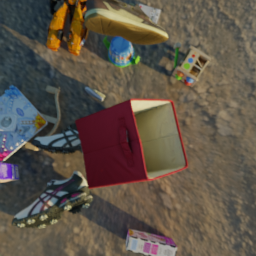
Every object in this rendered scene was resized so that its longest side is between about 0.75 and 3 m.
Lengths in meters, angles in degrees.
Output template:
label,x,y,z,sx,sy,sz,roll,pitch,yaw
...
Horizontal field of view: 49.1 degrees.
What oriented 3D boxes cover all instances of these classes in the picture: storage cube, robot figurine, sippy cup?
label,x,y,z,sx,sy,sz,roll,pitch,yaw
storage cube,0.127,0.523,9.044,2.427,2.700,2.308,-17,83,37
robot figurine,-2.247,-4.156,10.820,1.814,0.728,2.502,13,85,1
sippy cup,-0.268,-2.939,10.544,1.366,1.001,1.072,-2,83,0

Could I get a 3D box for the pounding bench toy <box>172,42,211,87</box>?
label,x,y,z,sx,sy,sz,roll,pitch,yaw
pounding bench toy,2.108,-2.385,10.534,1.454,0.904,1.134,34,85,4

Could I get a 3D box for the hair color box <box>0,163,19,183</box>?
label,x,y,z,sx,sy,sz,roll,pitch,yaw
hair color box,-4.626,1.585,9.573,1.048,1.918,0.621,-10,81,-1

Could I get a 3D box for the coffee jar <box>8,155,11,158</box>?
label,x,y,z,sx,sy,sz,roll,pitch,yaw
coffee jar,-4.920,0.783,10.371,1.223,0.522,0.638,3,80,1

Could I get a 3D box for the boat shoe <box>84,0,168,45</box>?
label,x,y,z,sx,sy,sz,roll,pitch,yaw
boat shoe,0.083,-3.031,7.858,1.067,2.915,0.945,-4,87,44

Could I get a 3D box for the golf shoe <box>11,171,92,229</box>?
label,x,y,z,sx,sy,sz,roll,pitch,yaw
golf shoe,-2.755,2.674,10.043,2.973,1.148,1.310,-23,56,2

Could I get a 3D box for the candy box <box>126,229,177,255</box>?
label,x,y,z,sx,sy,sz,roll,pitch,yaw
candy box,0.770,4.028,9.709,1.656,1.130,0.505,12,82,1

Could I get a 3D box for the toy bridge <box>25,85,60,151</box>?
label,x,y,z,sx,sy,sz,roll,pitch,yaw
toy bridge,-3.034,-0.351,10.587,0.862,0.349,2.565,18,84,1

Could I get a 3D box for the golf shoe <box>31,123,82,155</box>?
label,x,y,z,sx,sy,sz,roll,pitch,yaw
golf shoe,-2.053,0.329,10.235,2.781,1.081,1.314,2,78,-9

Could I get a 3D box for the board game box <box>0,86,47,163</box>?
label,x,y,z,sx,sy,sz,roll,pitch,yaw
board game box,-4.456,-0.214,10.237,2.194,0.284,2.194,-42,72,-11

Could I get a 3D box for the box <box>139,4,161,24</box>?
label,x,y,z,sx,sy,sz,roll,pitch,yaw
box,0.774,-4.463,11.127,0.885,0.182,0.690,17,83,1

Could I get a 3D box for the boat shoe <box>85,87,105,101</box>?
label,x,y,z,sx,sy,sz,roll,pitch,yaw
boat shoe,-1.274,-1.334,10.764,0.817,0.294,0.254,35,68,-4
